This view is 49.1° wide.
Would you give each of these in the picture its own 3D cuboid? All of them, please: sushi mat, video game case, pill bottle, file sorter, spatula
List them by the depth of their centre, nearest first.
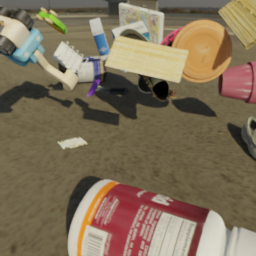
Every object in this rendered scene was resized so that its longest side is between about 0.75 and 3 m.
[{"bbox_3d":[0.616,2.006,4.679,2.882,1.645,1.645,12,28,24],"label":"pill bottle"},{"bbox_3d":[0.361,-1.392,5.605,1.561,0.747,0.094,15,-14,9],"label":"sushi mat"},{"bbox_3d":[3.371,-3.143,7.742,1.245,0.157,2.602,-33,35,24],"label":"sushi mat"},{"bbox_3d":[-0.716,-1.247,9.118,0.235,0.646,2.285,30,-10,-40],"label":"spatula"},{"bbox_3d":[0.511,-3.836,11.740,2.085,2.291,0.262,27,50,28],"label":"video game case"},{"bbox_3d":[-2.404,-2.946,11.793,1.165,0.809,0.726,36,-13,-35],"label":"file sorter"},{"bbox_3d":[-2.618,-3.300,15.946,2.596,1.452,1.452,-6,26,-13],"label":"pill bottle"}]

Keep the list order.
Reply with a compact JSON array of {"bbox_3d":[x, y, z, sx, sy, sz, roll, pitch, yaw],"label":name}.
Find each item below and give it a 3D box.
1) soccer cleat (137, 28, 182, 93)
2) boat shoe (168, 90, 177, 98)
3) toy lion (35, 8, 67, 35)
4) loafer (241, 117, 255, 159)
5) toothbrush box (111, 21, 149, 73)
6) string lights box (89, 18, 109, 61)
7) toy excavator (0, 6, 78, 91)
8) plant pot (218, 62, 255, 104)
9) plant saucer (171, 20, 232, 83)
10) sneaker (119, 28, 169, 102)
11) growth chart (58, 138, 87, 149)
[{"bbox_3d":[1.287,-2.414,9.999,0.950,2.719,1.174,41,15,-2],"label":"soccer cleat"},{"bbox_3d":[1.950,-1.819,14.124,1.120,0.394,0.394,16,32,32],"label":"boat shoe"},{"bbox_3d":[-2.237,-3.185,8.573,1.036,0.356,0.993,33,1,43],"label":"toy lion"},{"bbox_3d":[4.273,0.375,9.057,0.814,0.813,2.328,0,26,-1],"label":"loafer"},{"bbox_3d":[0.145,-3.133,10.999,1.271,1.736,0.740,-18,61,-5],"label":"toothbrush box"},{"bbox_3d":[-0.663,-2.105,6.715,0.259,0.879,0.452,-15,55,2],"label":"string lights box"},{"bbox_3d":[-3.193,-2.473,9.374,2.640,2.715,1.356,22,74,25],"label":"toy excavator"},{"bbox_3d":[3.715,-1.502,9.358,1.238,1.383,1.383,1,26,8],"label":"plant pot"},{"bbox_3d":[2.251,-2.313,8.585,1.863,1.863,0.301,2,19,3],"label":"plant saucer"},{"bbox_3d":[0.574,-1.895,8.348,0.859,2.297,1.220,-34,26,10],"label":"sneaker"},{"bbox_3d":[-1.907,0.528,9.600,0.875,0.078,0.633,-13,29,-25],"label":"growth chart"}]
